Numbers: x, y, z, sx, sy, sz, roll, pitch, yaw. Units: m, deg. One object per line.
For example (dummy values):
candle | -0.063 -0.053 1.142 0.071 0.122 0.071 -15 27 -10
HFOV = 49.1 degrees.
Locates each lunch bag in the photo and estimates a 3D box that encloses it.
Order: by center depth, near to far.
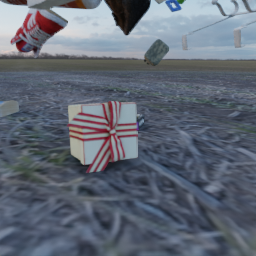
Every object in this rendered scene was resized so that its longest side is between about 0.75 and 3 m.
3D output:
lunch bag | 1.127 -3.038 11.462 0.690 0.990 0.830 39 5 -3

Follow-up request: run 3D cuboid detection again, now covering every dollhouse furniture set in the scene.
dollhouse furniture set | -4.820 -1.550 8.988 1.549 2.373 2.240 1 14 9

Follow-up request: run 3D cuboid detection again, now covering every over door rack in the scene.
over door rack | 1.722 -1.826 4.492 1.536 0.512 1.135 -39 30 -21

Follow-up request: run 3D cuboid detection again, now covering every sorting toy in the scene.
sorting toy | 0.448 -2.372 4.665 0.681 1.210 0.165 -44 -1 -32

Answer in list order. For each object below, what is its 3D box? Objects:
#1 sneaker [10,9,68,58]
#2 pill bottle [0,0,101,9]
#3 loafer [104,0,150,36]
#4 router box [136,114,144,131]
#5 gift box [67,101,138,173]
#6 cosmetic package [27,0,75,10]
sneaker | -3.078 -3.204 9.532 1.061 1.675 2.978 28 4 -35
pill bottle | -1.910 -3.243 5.607 2.700 1.514 1.514 6 14 8
loafer | -0.060 -3.075 6.654 0.939 0.966 2.646 38 -2 0
router box | 0.005 -0.180 7.808 0.758 0.260 1.017 3 14 13
gift box | -0.532 0.104 5.024 1.228 1.133 1.146 -11 8 -25
cosmetic package | -1.159 -2.551 4.042 0.373 1.442 1.087 -10 17 -35
